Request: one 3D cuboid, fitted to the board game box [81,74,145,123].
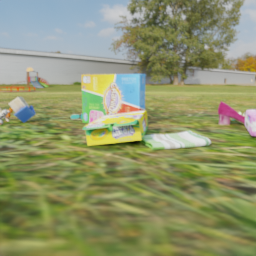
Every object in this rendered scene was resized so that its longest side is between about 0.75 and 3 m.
[{"bbox_3d":[-0.612,-1.104,10.957,2.601,1.990,0.524,4,10,27],"label":"board game box"}]

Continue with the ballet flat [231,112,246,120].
[{"bbox_3d":[5.027,-0.494,12.182,1.019,0.384,0.346,5,10,28],"label":"ballet flat"}]

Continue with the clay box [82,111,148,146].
[{"bbox_3d":[-0.264,-0.014,8.096,1.478,0.612,2.573,-7,9,10],"label":"clay box"}]

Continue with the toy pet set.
[{"bbox_3d":[-4.801,-0.477,11.720,1.655,0.941,1.773,-35,8,0],"label":"toy pet set"}]

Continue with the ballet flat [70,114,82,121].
[{"bbox_3d":[-2.043,-0.457,12.274,0.990,0.344,0.344,2,9,23],"label":"ballet flat"}]

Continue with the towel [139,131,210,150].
[{"bbox_3d":[1.222,0.318,7.616,1.628,0.250,1.215,-3,9,-16],"label":"towel"}]

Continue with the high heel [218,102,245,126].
[{"bbox_3d":[4.474,-0.588,11.055,1.928,0.925,0.649,0,9,-2],"label":"high heel"}]

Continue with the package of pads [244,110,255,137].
[{"bbox_3d":[4.478,-0.158,9.053,1.155,0.725,1.917,6,11,17],"label":"package of pads"}]
